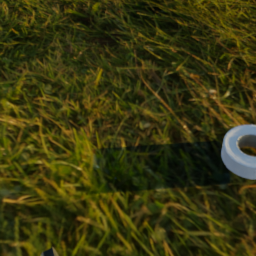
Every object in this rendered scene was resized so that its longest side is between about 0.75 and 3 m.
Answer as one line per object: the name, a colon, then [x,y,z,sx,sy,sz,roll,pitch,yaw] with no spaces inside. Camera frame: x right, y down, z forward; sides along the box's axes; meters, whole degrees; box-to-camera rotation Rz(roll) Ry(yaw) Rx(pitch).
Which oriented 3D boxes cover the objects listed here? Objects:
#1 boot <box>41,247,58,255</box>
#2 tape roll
boot: [-2.092,4.340,6.159,1.914,1.072,2.767,-25,38,-16]
tape roll: [4.166,0.783,9.491,1.897,0.663,1.897,-6,46,6]
